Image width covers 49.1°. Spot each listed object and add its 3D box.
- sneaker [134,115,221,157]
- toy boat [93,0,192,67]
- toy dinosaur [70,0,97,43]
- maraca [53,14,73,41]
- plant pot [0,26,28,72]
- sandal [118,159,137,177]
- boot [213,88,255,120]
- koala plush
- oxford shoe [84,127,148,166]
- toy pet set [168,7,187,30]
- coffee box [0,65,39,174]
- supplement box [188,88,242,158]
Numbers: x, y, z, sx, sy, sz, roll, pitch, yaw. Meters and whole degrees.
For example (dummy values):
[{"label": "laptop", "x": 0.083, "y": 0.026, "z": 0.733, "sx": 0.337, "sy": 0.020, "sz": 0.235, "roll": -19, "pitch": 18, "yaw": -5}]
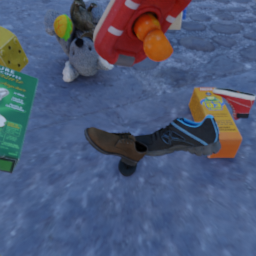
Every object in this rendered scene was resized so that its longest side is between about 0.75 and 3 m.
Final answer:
[{"label": "sneaker", "x": 0.956, "y": 0.146, "z": 6.033, "sx": 1.955, "sy": 0.801, "sz": 0.716, "roll": -4, "pitch": 16, "yaw": 20}, {"label": "toy boat", "x": 0.517, "y": -2.447, "z": 6.952, "sx": 1.882, "sy": 2.885, "sz": 1.886, "roll": -4, "pitch": 55, "yaw": -42}, {"label": "toy dinosaur", "x": -1.592, "y": -3.721, "z": 9.196, "sx": 0.885, "sy": 1.176, "sz": 2.299, "roll": -17, "pitch": 56, "yaw": -34}, {"label": "maraca", "x": -2.005, "y": -3.150, "z": 8.811, "sx": 0.569, "sy": 0.730, "sz": 1.064, "roll": -1, "pitch": 36, "yaw": -35}, {"label": "plant pot", "x": -3.398, "y": -1.784, "z": 7.105, "sx": 1.369, "sy": 1.329, "sz": 1.338, "roll": 3, "pitch": 46, "yaw": 19}, {"label": "sandal", "x": 0.083, "y": 0.753, "z": 7.764, "sx": 0.508, "sy": 0.323, "sz": 1.351, "roll": 13, "pitch": 45, "yaw": 13}, {"label": "boot", "x": 2.389, "y": -0.544, "z": 6.546, "sx": 0.939, "sy": 0.677, "sz": 0.340, "roll": 17, "pitch": 27, "yaw": 17}, {"label": "koala plush", "x": -1.734, "y": -3.049, "z": 10.878, "sx": 2.285, "sy": 2.368, "sz": 2.576, "roll": -17, "pitch": 66, "yaw": -5}, {"label": "oxford shoe", "x": -0.200, "y": 0.249, "z": 5.550, "sx": 1.457, "sy": 0.615, "sz": 0.529, "roll": 24, "pitch": 37, "yaw": -36}, {"label": "toy pet set", "x": 0.476, "y": -4.082, "z": 8.539, "sx": 2.657, "sy": 2.846, "sz": 1.511, "roll": 6, "pitch": 62, "yaw": 10}, {"label": "coffee box", "x": -2.351, "y": -0.304, "z": 4.788, "sx": 1.306, "sy": 0.467, "sz": 2.124, "roll": 17, "pitch": 41, "yaw": -24}, {"label": "supplement box", "x": 2.545, "y": -0.240, "z": 8.467, "sx": 0.817, "sy": 0.845, "sz": 2.457, "roll": -1, "pitch": 41, "yaw": -5}]
